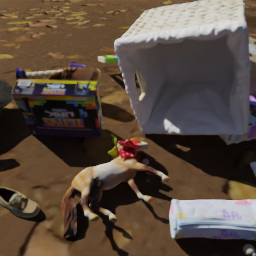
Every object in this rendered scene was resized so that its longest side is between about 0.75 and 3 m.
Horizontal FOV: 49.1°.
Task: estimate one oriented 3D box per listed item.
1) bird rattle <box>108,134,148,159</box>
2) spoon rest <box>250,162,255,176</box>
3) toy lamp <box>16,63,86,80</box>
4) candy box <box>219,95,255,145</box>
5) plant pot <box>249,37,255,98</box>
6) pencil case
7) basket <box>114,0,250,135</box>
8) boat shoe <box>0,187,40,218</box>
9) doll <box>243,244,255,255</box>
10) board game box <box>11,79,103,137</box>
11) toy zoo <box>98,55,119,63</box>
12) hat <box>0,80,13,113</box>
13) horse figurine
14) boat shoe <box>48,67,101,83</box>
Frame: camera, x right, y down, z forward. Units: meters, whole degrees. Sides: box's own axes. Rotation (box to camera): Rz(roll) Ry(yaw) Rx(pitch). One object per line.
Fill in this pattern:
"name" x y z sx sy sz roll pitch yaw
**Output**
"bird rattle" 0.043 0.416 6.916 0.957 0.661 1.174 -3 -5 -31
"spoon rest" 3.839 0.567 6.909 2.164 1.075 0.656 -28 1 -37
"toy lamp" -2.916 -2.111 10.867 2.618 0.762 0.762 -5 36 -9
"candy box" 3.351 -0.280 8.382 1.713 0.613 1.437 -11 36 -15
"plant pot" 3.830 -2.033 9.417 1.777 1.575 1.779 29 54 11
"pencil case" 1.680 1.773 5.381 1.787 0.743 0.810 1 11 3
"basket" 1.682 -1.614 7.480 2.992 2.965 2.406 1 43 25
"boat shoe" -2.392 1.571 5.961 1.096 0.364 0.406 14 49 19
"doll" 2.439 2.447 4.879 0.694 0.247 1.017 -24 35 -18
"board game box" -1.817 -0.488 7.662 2.105 1.740 0.597 2 52 4
"toy zoo" -0.178 -2.807 11.215 1.855 0.190 1.217 -9 19 -16
"hat" -4.732 -0.596 8.519 2.555 1.031 2.555 5 35 -3
"horse figurine" -0.401 1.241 6.164 2.654 0.663 1.759 -24 33 -24
"boat shoe" -1.858 -1.605 9.374 2.337 0.841 0.789 0 -17 45
